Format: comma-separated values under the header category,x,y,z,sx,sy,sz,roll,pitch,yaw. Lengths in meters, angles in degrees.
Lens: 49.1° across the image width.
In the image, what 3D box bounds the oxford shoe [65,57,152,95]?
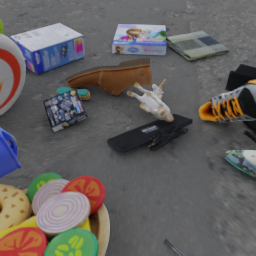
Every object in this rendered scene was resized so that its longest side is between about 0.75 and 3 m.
category,x,y,z,sx,sy,sz,roll,pitch,yaw
oxford shoe,-0.641,-1.448,8.616,2.803,0.999,1.000,-5,16,20

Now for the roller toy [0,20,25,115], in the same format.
category,x,y,z,sx,sy,sz,roll,pitch,yaw
roller toy,-4.267,-1.497,7.176,1.995,2.605,2.856,33,70,18

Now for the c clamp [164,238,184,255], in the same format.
category,x,y,z,sx,sy,sz,roll,pitch,yaw
c clamp,0.580,2.712,4.179,1.837,0.249,1.569,-30,36,-33

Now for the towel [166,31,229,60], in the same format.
category,x,y,z,sx,sy,sz,roll,pitch,yaw
towel,2.726,-3.282,11.252,1.961,0.339,1.888,-15,46,-20

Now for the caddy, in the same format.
category,x,y,z,sx,sy,sz,roll,pitch,yaw
caddy,-2.460,0.384,5.347,0.662,1.261,0.891,-32,65,-23

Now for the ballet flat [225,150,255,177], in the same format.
category,x,y,z,sx,sy,sz,roll,pitch,yaw
ballet flat,3.051,0.873,6.059,0.717,0.717,1.932,-30,50,-30

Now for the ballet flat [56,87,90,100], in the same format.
category,x,y,z,sx,sy,sz,roll,pitch,yaw
ballet flat,-1.658,-0.999,8.521,1.076,0.339,0.369,8,63,17

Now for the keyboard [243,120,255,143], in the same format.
category,x,y,z,sx,sy,sz,roll,pitch,yaw
keyboard,3.536,0.257,7.177,1.049,0.170,1.652,-9,40,-21

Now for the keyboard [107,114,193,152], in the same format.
category,x,y,z,sx,sy,sz,roll,pitch,yaw
keyboard,0.643,0.237,7.153,2.180,0.432,1.134,-21,22,-20

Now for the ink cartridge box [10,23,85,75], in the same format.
category,x,y,z,sx,sy,sz,roll,pitch,yaw
ink cartridge box,-3.087,-2.898,10.232,2.475,0.945,1.689,-28,47,-31

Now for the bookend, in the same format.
category,x,y,z,sx,sy,sz,roll,pitch,yaw
bookend,4.111,-1.613,8.966,1.447,0.667,1.438,22,44,25

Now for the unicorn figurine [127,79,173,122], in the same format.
category,x,y,z,sx,sy,sz,roll,pitch,yaw
unicorn figurine,0.674,-0.770,7.683,1.310,0.704,1.907,23,37,-40

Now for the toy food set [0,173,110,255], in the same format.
category,x,y,z,sx,sy,sz,roll,pitch,yaw
toy food set,-1.651,1.754,4.600,2.834,0.697,2.864,-17,30,-9

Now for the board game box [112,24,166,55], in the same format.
category,x,y,z,sx,sy,sz,roll,pitch,yaw
board game box,0.501,-3.673,11.539,2.081,0.428,2.076,3,41,3

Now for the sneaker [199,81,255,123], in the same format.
category,x,y,z,sx,sy,sz,roll,pitch,yaw
sneaker,2.573,-0.495,6.919,0.905,2.344,0.917,-18,88,-10

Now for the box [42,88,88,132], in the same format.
category,x,y,z,sx,sy,sz,roll,pitch,yaw
box,-1.727,-0.507,7.672,1.008,0.252,1.016,-23,58,-6
